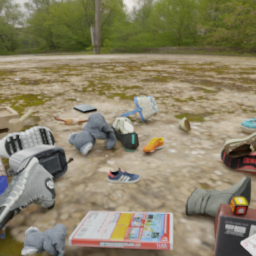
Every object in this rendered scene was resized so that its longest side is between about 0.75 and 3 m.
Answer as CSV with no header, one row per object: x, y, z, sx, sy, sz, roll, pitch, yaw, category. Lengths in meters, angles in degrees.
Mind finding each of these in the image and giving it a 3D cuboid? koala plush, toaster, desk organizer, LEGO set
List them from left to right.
-2.634,1.059,8.328,1.126,0.991,1.743,6,21,42,toaster
-1.620,2.198,5.404,0.792,0.727,0.702,6,27,-11,koala plush
-1.412,0.305,10.311,1.488,1.367,1.319,-38,50,-22,koala plush
3.236,2.079,5.562,2.911,1.044,1.121,5,18,13,desk organizer
3.112,1.751,4.389,2.161,0.710,2.893,-14,30,-24,LEGO set

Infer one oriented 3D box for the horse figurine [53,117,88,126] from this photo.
-2.513,-0.286,12.531,1.552,0.387,1.029,3,-2,-38,horse figurine

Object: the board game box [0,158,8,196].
-4.041,1.434,7.819,1.126,0.684,1.413,-11,23,-29,board game box

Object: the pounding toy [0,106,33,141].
-4.858,-0.037,11.270,2.155,1.122,2.453,-14,24,-34,pounding toy

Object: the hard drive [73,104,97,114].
-2.380,-1.058,15.488,0.836,0.197,1.198,-15,25,-36,hard drive

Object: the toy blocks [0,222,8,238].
-2.946,2.254,6.101,0.577,0.422,0.844,5,16,-20,toy blocks

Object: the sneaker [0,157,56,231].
-2.295,1.742,6.525,0.786,1.210,2.096,-29,28,34,sneaker

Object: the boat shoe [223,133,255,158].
3.734,0.567,8.433,1.620,0.598,0.599,-19,26,21,boat shoe

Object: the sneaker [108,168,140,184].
-0.122,1.398,8.341,0.978,0.413,0.366,-2,20,-6,sneaker

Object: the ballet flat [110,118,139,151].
-0.125,0.089,11.308,0.859,0.864,2.526,-4,20,-21,ballet flat

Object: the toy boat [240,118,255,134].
5.693,-0.074,11.986,1.292,0.714,1.537,-10,22,-27,toy boat

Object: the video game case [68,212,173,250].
-0.065,2.125,5.931,1.994,0.174,1.425,-2,4,9,video game case

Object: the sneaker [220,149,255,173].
3.974,1.143,8.894,0.954,0.811,2.200,27,-8,-36,sneaker

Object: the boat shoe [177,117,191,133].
2.441,-0.070,12.307,0.469,0.549,1.497,-32,1,18,boat shoe

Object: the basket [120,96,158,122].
0.511,-0.867,13.475,1.755,1.220,1.547,-24,5,4,basket

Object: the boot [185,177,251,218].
2.336,1.701,7.190,1.317,0.683,2.017,3,15,37,boot

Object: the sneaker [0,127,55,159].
-3.577,0.546,9.715,1.054,0.978,2.602,-15,-3,25,sneaker

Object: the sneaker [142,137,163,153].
0.885,0.618,10.318,0.446,0.471,1.221,3,15,35,sneaker
